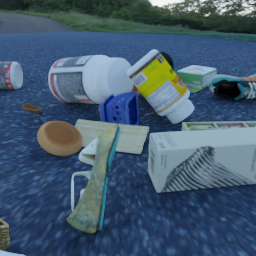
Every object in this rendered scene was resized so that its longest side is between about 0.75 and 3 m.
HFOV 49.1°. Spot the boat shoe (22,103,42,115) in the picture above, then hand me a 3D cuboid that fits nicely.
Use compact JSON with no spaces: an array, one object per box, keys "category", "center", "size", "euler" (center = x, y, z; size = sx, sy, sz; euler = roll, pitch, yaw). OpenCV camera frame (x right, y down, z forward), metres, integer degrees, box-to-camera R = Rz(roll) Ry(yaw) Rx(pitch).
[{"category":"boat shoe","center":[-3.144,-0.594,9.181],"size":[0.762,0.268,0.268],"euler":[19,54,28]}]

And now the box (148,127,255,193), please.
[{"category":"box","center":[1.748,0.652,6.025],"size":[2.536,1.042,0.867],"euler":[-4,24,-7]}]

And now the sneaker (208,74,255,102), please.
[{"category":"sneaker","center":[4.808,-1.540,11.292],"size":[2.997,1.069,1.197],"euler":[1,30,11]}]

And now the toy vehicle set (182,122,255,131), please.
[{"category":"toy vehicle set","center":[2.978,0.282,7.615],"size":[2.748,0.364,1.707],"euler":[-1,20,-2]}]

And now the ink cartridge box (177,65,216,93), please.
[{"category":"ink cartridge box","center":[3.178,-2.409,13.524],"size":[1.306,0.746,2.516],"euler":[16,28,33]}]

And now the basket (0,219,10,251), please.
[{"category":"basket","center":[-2.273,1.488,4.239],"size":[0.925,0.689,0.660],"euler":[10,22,27]}]

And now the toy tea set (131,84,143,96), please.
[{"category":"toy tea set","center":[0.647,-1.095,10.579],"size":[1.598,0.994,2.687],"euler":[27,6,-32]}]

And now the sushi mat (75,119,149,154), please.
[{"category":"sushi mat","center":[-0.588,0.209,7.804],"size":[2.213,0.134,1.059],"euler":[6,45,14]}]

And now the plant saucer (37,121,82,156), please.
[{"category":"plant saucer","center":[-1.759,0.216,7.358],"size":[1.182,0.221,1.182],"euler":[16,40,-14]}]

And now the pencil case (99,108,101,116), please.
[{"category":"pencil case","center":[-0.585,-0.595,9.777],"size":[0.863,0.381,0.381],"euler":[-1,23,-2]}]

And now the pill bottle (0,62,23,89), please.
[{"category":"pill bottle","center":[-6.116,-2.399,12.858],"size":[2.170,1.257,1.257],"euler":[0,23,0]}]

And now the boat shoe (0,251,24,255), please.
[{"category":"boat shoe","center":[-1.752,1.903,3.152],"size":[2.651,0.975,0.866],"euler":[-4,40,22]}]

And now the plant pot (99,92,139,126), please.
[{"category":"plant pot","center":[-0.275,-0.475,8.623],"size":[0.966,1.074,1.074],"euler":[3,27,19]}]

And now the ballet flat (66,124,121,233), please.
[{"category":"ballet flat","center":[-0.619,0.765,5.024],"size":[0.735,0.735,2.078],"euler":[5,61,11]}]

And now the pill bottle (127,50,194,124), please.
[{"category":"pill bottle","center":[1.072,-1.245,8.810],"size":[1.221,2.235,1.221],"euler":[-39,9,8]}]

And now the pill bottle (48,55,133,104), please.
[{"category":"pill bottle","center":[-1.379,-1.750,10.238],"size":[2.969,1.720,1.720],"euler":[7,23,39]}]

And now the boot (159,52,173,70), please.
[{"category":"boot","center":[1.179,-2.654,12.808],"size":[2.064,2.370,0.821],"euler":[29,74,42]}]
